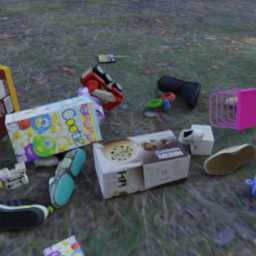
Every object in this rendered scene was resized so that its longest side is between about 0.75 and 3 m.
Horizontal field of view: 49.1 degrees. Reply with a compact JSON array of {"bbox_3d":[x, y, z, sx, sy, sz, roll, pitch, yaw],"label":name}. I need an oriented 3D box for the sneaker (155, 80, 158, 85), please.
[{"bbox_3d":[1.777,-2.196,13.914,0.830,0.292,0.313,20,21,21],"label":"sneaker"}]

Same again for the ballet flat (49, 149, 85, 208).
[{"bbox_3d":[-1.890,1.460,8.215,0.775,0.775,2.088,8,37,12],"label":"ballet flat"}]

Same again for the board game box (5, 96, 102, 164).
[{"bbox_3d":[-2.377,-0.005,8.991,2.607,1.343,1.367,-17,19,-18],"label":"board game box"}]

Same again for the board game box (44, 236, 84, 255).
[{"bbox_3d":[-1.132,3.094,5.727,0.715,0.728,1.388,-18,39,-24],"label":"board game box"}]

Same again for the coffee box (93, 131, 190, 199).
[{"bbox_3d":[0.361,1.046,8.421,2.572,1.026,1.454,-9,33,-13],"label":"coffee box"}]

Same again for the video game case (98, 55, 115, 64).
[{"bbox_3d":[-1.299,-4.119,16.772,0.967,0.136,1.070,-4,35,-6],"label":"video game case"}]

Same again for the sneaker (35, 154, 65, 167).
[{"bbox_3d":[-2.482,1.069,9.061,1.036,0.375,0.372,2,42,-24],"label":"sneaker"}]

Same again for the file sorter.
[{"bbox_3d":[4.030,-0.762,10.401,1.915,1.331,1.201,-12,15,-42],"label":"file sorter"}]

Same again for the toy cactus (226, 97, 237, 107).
[{"bbox_3d":[4.926,-1.064,11.917,1.424,0.883,1.726,2,34,39],"label":"toy cactus"}]

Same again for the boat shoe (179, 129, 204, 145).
[{"bbox_3d":[1.954,0.239,9.222,0.467,0.474,1.337,28,-11,-12],"label":"boat shoe"}]

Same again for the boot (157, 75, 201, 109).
[{"bbox_3d":[2.203,-1.644,12.476,1.899,0.863,2.260,13,30,13],"label":"boot"}]

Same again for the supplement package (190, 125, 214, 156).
[{"bbox_3d":[2.523,0.420,9.686,0.648,0.653,0.861,3,34,4],"label":"supplement package"}]

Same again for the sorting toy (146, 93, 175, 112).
[{"bbox_3d":[1.495,-0.981,11.957,1.369,0.562,0.823,-29,27,-19],"label":"sorting toy"}]

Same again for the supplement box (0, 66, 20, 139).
[{"bbox_3d":[-5.351,-0.701,9.781,1.603,2.381,2.414,13,37,18],"label":"supplement box"}]

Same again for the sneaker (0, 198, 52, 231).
[{"bbox_3d":[-2.965,2.211,7.282,1.949,0.699,0.807,4,10,4],"label":"sneaker"}]

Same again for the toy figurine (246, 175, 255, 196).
[{"bbox_3d":[3.977,1.467,7.936,1.159,1.021,1.935,7,34,20],"label":"toy figurine"}]

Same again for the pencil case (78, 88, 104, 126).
[{"bbox_3d":[-1.543,-0.829,11.221,0.944,0.927,2.209,20,23,-22],"label":"pencil case"}]

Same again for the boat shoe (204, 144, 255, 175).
[{"bbox_3d":[3.170,0.999,8.960,1.903,0.686,0.618,-19,2,-18],"label":"boat shoe"}]

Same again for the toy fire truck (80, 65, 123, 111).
[{"bbox_3d":[-0.865,-1.285,10.643,1.249,1.708,1.941,-33,40,24],"label":"toy fire truck"}]

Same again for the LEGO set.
[{"bbox_3d":[-4.035,1.617,7.658,2.654,1.089,1.012,-22,45,-15],"label":"LEGO set"}]
